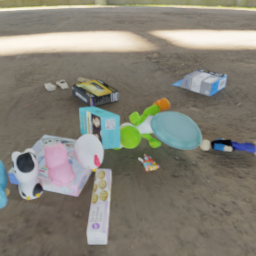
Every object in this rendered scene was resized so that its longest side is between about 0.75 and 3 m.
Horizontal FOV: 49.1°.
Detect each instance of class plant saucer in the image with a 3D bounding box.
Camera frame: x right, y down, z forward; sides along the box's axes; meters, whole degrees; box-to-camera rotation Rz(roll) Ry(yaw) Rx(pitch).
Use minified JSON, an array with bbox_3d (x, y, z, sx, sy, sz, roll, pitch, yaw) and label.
[{"bbox_3d":[1.645,0.032,9.475,1.828,1.828,0.329,15,55,23],"label":"plant saucer"}]

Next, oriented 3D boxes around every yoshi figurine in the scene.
[{"bbox_3d":[0.547,0.019,9.913,2.545,1.425,1.430,-31,64,-16],"label":"yoshi figurine"}]

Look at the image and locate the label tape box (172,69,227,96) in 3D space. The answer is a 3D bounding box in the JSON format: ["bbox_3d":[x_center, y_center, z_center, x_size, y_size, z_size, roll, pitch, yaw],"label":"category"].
[{"bbox_3d":[3.774,-2.557,14.984,2.327,0.737,1.678,25,38,35],"label":"label tape box"}]

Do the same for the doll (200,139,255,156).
[{"bbox_3d":[3.475,0.630,9.724,1.907,0.462,1.301,5,12,12],"label":"doll"}]

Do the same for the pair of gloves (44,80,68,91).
[{"bbox_3d":[-3.876,-2.288,15.055,1.181,0.207,1.004,-12,33,-18],"label":"pair of gloves"}]

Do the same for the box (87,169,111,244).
[{"bbox_3d":[-0.729,1.980,7.477,0.482,0.450,2.326,0,30,1],"label":"box"}]

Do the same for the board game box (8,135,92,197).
[{"bbox_3d":[-2.199,1.102,8.955,2.183,0.476,2.194,7,31,13],"label":"board game box"}]

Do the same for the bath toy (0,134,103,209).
[{"bbox_3d":[-1.978,1.112,7.427,2.985,1.298,1.103,-18,34,-21],"label":"bath toy"}]

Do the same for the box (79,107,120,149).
[{"bbox_3d":[-1.049,-0.070,9.711,0.619,1.036,2.518,-7,13,-24],"label":"box"}]

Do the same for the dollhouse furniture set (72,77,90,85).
[{"bbox_3d":[-2.440,-2.260,14.962,0.813,0.452,0.719,24,63,34],"label":"dollhouse furniture set"}]

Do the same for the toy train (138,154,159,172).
[{"bbox_3d":[0.617,1.150,8.952,0.667,0.247,0.888,36,15,21],"label":"toy train"}]

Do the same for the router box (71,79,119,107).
[{"bbox_3d":[-1.635,-1.723,13.749,1.571,0.522,1.999,-20,36,-30],"label":"router box"}]
